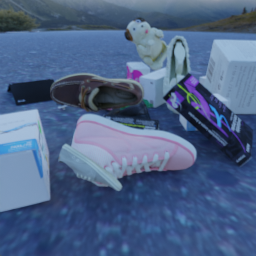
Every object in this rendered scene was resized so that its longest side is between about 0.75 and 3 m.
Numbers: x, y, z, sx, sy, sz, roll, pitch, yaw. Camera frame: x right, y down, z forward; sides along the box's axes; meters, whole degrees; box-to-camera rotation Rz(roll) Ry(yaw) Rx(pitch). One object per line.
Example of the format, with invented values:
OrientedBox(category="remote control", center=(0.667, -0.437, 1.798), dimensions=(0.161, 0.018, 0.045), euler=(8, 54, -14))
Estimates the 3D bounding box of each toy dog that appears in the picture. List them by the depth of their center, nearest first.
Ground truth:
OrientedBox(category="toy dog", center=(0.895, -4.282, 13.676), dimensions=(1.588, 2.276, 2.207), euler=(-47, 37, -1))

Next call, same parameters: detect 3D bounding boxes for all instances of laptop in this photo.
OrientedBox(category="laptop", center=(-3.957, -1.406, 11.687), dimensions=(1.789, 1.043, 2.019), euler=(-12, 0, -28))

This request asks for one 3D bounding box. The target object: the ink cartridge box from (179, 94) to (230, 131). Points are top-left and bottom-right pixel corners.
OrientedBox(category="ink cartridge box", center=(2.355, -0.499, 8.533), dimensions=(1.375, 0.884, 0.861), euler=(-3, 23, -4))

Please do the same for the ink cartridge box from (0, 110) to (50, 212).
OrientedBox(category="ink cartridge box", center=(-2.216, 0.564, 5.397), dimensions=(1.171, 1.176, 1.603), euler=(-11, 31, -11))

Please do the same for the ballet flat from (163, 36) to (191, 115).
OrientedBox(category="ballet flat", center=(1.648, -1.817, 9.377), dimensions=(0.977, 2.724, 0.977), euler=(-1, -10, 0))

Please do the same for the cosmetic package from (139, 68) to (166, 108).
OrientedBox(category="cosmetic package", center=(1.346, -1.653, 10.918), dimensions=(0.805, 1.105, 2.174), euler=(17, 30, 36))

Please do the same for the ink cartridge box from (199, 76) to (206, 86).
OrientedBox(category="ink cartridge box", center=(3.968, -1.875, 12.086), dimensions=(1.520, 0.639, 1.109), euler=(-14, 27, -30))

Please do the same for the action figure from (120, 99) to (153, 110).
OrientedBox(category="action figure", center=(0.258, -0.796, 9.498), dimensions=(1.198, 0.327, 0.707), euler=(6, 68, 15))

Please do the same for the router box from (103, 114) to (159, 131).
OrientedBox(category="router box", center=(0.081, 0.185, 6.727), dimensions=(1.357, 1.017, 0.421), euler=(6, 58, 13))

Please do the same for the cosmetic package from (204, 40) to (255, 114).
OrientedBox(category="cosmetic package", center=(4.145, -1.786, 9.723), dimensions=(2.349, 1.966, 1.954), euler=(0, 36, -2))

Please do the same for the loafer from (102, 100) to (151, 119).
OrientedBox(category="loafer", center=(-0.314, -0.340, 8.126), dimensions=(1.913, 0.692, 0.696), euler=(-9, -6, -19))

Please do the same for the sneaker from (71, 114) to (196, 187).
OrientedBox(category="sneaker", center=(0.049, 0.707, 5.819), dimensions=(2.679, 1.008, 1.401), euler=(16, 50, 0))

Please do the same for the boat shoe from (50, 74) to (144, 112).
OrientedBox(category="boat shoe", center=(-0.829, -0.805, 6.787), dimensions=(2.385, 0.860, 0.858), euler=(5, 20, 7))

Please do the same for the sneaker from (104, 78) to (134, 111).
OrientedBox(category="sneaker", center=(-0.556, -1.132, 10.454), dimensions=(1.031, 0.854, 2.161), euler=(-16, 11, 43))

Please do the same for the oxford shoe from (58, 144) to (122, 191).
OrientedBox(category="oxford shoe", center=(-0.674, 0.743, 4.805), dimensions=(1.283, 0.370, 0.482), euler=(31, -9, 15))

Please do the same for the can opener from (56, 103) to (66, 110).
OrientedBox(category="can opener", center=(-1.982, -0.917, 9.887), dimensions=(1.096, 0.364, 0.289), euler=(-16, 16, -10))

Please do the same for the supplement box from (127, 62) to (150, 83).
OrientedBox(category="supplement box", center=(0.471, -2.667, 13.702), dimensions=(0.847, 0.829, 1.639), euler=(-5, 24, -11))

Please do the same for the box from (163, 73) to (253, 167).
OrientedBox(category="box", center=(2.121, -0.314, 7.087), dimensions=(2.413, 0.436, 1.725), euler=(43, 33, 2))
